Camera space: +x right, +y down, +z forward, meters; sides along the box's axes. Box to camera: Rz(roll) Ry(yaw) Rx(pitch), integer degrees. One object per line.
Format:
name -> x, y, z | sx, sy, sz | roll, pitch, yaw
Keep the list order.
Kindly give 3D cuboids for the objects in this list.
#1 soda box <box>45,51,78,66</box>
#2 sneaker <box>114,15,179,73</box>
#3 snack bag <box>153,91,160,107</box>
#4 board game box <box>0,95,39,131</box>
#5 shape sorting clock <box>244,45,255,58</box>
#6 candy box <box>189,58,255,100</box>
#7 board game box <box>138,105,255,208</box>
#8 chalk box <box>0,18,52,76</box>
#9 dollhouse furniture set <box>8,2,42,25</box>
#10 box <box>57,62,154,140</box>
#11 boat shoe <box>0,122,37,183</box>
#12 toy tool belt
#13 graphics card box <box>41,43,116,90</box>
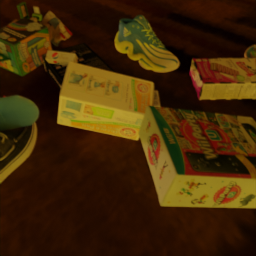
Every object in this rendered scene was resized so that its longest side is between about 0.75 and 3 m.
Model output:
soda box -> -2.191, -2.287, 9.233 | 0.985, 0.314, 0.335 | 9, 78, 11
sneaker -> 0.615, -3.163, 10.306 | 2.931, 1.540, 1.110 | 30, 52, 27
snack bag -> 0.569, -0.927, 9.126 | 0.907, 0.097, 0.855 | -1, 45, -2
board game box -> -3.109, -0.430, 6.849 | 1.731, 1.367, 0.337 | -12, 62, -13
shape sorting clock -> 5.786, -2.532, 10.388 | 2.775, 0.544, 2.775 | 0, 46, 0
candy box -> 3.364, -1.659, 9.318 | 2.291, 0.699, 1.563 | -1, 43, -3
board game box -> 1.906, 0.620, 6.257 | 2.938, 0.944, 2.168 | 5, 38, -17
chalk box -> -4.014, -2.846, 10.173 | 1.328, 1.318, 2.127 | 27, 52, 22
dollhouse furniture set -> -4.718, -5.022, 12.702 | 0.953, 0.730, 1.455 | 14, 47, 13
box -> -0.592, -0.655, 7.404 | 2.286, 1.286, 1.158 | 12, 56, -10
boat shoe -> -3.263, 0.583, 6.958 | 1.064, 1.047, 2.951 | 12, 46, 12
toy tool belt -> -3.094, -3.856, 11.479 | 1.158, 1.177, 1.885 | -43, 50, 3
graphics card box -> -1.634, -1.863, 9.605 | 1.758, 0.713, 2.802 | -25, 51, -22
